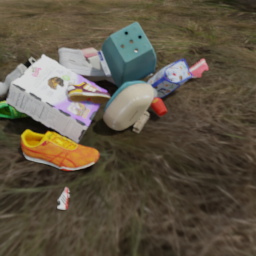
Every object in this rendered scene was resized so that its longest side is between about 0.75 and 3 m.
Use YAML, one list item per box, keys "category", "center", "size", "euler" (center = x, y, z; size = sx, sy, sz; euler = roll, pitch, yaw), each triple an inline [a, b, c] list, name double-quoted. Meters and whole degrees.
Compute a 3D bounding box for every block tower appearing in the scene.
- category: "block tower"
  center: [0.541, -0.248, 11.449]
  size: [0.272, 0.292, 1.009]
  euler: [24, 57, 16]

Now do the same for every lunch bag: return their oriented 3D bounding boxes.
- category: "lunch bag"
  center: [1.805, -2.214, 13.126]
  size: [1.916, 1.629, 1.187]
  euler: [-29, 90, -40]

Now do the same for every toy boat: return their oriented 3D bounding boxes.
- category: "toy boat"
  center: [0.287, -0.994, 11.158]
  size: [2.937, 2.469, 1.365]
  euler: [-8, 59, -44]

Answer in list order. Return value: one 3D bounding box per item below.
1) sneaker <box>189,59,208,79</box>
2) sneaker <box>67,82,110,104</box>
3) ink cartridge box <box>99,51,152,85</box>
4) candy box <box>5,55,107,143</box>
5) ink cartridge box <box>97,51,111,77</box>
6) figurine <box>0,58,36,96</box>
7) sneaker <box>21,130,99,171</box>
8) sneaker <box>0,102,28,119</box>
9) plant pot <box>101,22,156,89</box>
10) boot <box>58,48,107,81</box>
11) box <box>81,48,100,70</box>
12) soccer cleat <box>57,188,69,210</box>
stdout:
- category: "sneaker"
  center: [3.459, -2.861, 14.787]
  size: [1.760, 0.763, 0.649]
  euler: [-37, 5, 4]
- category: "sneaker"
  center: [-1.426, -1.364, 10.367]
  size: [1.657, 0.621, 0.747]
  euler: [3, 62, -35]
- category: "ink cartridge box"
  center: [-0.061, -3.269, 15.223]
  size: [2.428, 1.022, 1.755]
  euler: [-27, 45, -32]
- category: "candy box"
  center: [-2.620, -1.186, 10.756]
  size: [2.973, 1.063, 2.493]
  euler: [30, 39, -8]
- category: "ink cartridge box"
  center: [-0.987, -2.601, 11.515]
  size: [0.201, 0.987, 0.989]
  euler: [-22, 4, 1]
- category: "figurine"
  center: [-5.308, -2.250, 13.167]
  size: [1.999, 0.882, 2.049]
  euler: [-28, 22, 16]
- category: "sneaker"
  center: [-2.422, 0.736, 9.640]
  size: [2.869, 1.107, 1.047]
  euler: [8, 35, 8]
- category: "sneaker"
  center: [-4.513, -0.728, 11.826]
  size: [2.297, 0.851, 0.960]
  euler: [-8, 24, 5]
- category: "plant pot"
  center: [0.026, -3.312, 12.629]
  size: [2.040, 2.039, 2.887]
  euler: [-30, -3, -5]
- category: "boot"
  center: [-2.136, -3.115, 13.716]
  size: [1.076, 1.398, 2.925]
  euler: [-10, -4, 34]
- category: "box"
  center: [-2.127, -3.937, 16.294]
  size: [1.020, 0.869, 1.596]
  euler: [-21, 41, -27]
- category: "soccer cleat"
  center: [-1.950, 2.117, 8.421]
  size: [0.335, 0.270, 0.786]
  euler: [-1, 40, -8]
